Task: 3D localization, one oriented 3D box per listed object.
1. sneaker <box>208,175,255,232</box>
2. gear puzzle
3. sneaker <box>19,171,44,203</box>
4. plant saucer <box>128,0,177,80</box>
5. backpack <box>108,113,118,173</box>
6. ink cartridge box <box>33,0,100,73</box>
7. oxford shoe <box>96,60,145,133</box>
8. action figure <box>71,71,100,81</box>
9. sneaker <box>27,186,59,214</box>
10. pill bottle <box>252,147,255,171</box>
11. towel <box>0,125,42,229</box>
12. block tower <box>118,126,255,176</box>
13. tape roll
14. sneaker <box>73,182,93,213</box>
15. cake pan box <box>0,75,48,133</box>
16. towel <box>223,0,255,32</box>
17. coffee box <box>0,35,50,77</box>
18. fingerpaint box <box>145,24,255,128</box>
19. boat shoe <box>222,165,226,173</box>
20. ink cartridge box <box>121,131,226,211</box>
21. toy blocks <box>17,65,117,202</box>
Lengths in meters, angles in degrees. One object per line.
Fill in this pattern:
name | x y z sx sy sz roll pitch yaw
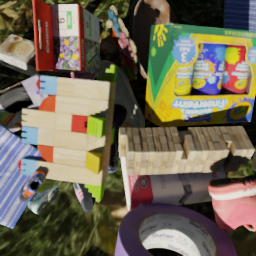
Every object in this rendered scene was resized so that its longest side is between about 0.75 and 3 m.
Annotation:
sneaker | 2.879 1.681 6.324 2.626 0.968 1.139 1 85 -26
gear puzzle | -0.203 -2.173 8.205 0.379 2.895 1.499 -25 78 -3
sneaker | -2.077 1.280 5.939 0.302 0.314 0.801 31 102 -22
plant saucer | 0.840 -2.675 8.847 0.494 2.867 2.867 -1 53 37
backpack | -1.173 0.505 7.513 1.798 1.321 1.645 -4 60 -1
ink cartridge box | -1.245 -1.960 6.319 0.650 2.580 1.406 2 101 8
oxford shoe | -0.431 -0.993 8.522 0.819 1.066 2.836 -6 59 -37
action figure | -1.381 -1.062 8.560 1.095 0.985 1.470 -5 100 -10
sneaker | -2.119 1.715 7.043 0.412 0.371 0.955 20 31 18
pill bottle | 4.435 0.899 7.221 2.124 1.210 1.210 14 60 19
towel | -3.366 0.905 6.722 0.337 2.823 2.044 -3 52 52
block tower | 1.266 0.516 6.466 2.941 0.794 0.850 0 43 -5
tape roll | 0.897 2.625 5.714 2.336 0.993 2.336 7 18 -2
sneaker | -1.199 1.796 7.396 0.313 0.366 0.891 -7 74 -41
cake pan box | -3.024 -0.597 7.871 1.657 1.799 0.470 -31 74 -16
towel | 4.735 -4.004 10.831 2.063 0.340 2.849 9 58 8
coffee box | -3.469 -2.435 9.625 1.730 0.690 0.990 21 62 12
fingerpaint box | 1.981 -1.329 7.259 2.844 2.373 1.043 -3 17 -23
boat shoe | 2.687 0.741 7.734 1.220 0.423 0.432 -48 112 -15
ink cartridge box | 1.091 1.071 7.301 2.404 1.014 1.740 -5 59 -7
toy blocks | -1.401 -0.004 6.229 1.997 1.460 2.921 7 100 7
